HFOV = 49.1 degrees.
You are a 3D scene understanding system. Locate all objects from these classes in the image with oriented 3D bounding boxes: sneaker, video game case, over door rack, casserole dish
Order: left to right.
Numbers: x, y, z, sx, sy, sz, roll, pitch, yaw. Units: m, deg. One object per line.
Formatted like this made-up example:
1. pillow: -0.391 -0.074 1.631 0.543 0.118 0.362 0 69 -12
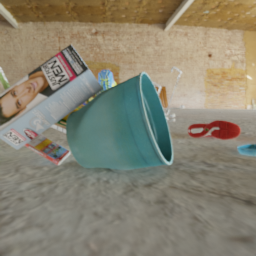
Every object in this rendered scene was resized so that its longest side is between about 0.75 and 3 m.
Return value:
1. video game case: -2.476 0.542 8.261 1.423 0.124 1.017 30 14 -1
2. sneaker: -0.849 -1.372 9.356 0.675 0.936 1.783 -8 30 11
3. over door rack: 1.559 -0.912 11.373 0.859 2.578 1.905 23 40 27
4. sneaker: 4.071 0.021 13.121 2.305 0.903 1.331 4 9 26
5. casserole dish: 4.205 0.741 9.375 1.285 0.249 0.778 -6 9 -41

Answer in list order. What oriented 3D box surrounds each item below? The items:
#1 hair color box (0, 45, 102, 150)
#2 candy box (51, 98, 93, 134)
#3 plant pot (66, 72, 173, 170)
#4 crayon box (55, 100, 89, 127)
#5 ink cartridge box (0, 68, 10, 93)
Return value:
1. hair color box: -2.173 -0.818 7.238 2.709 0.821 1.341 -36 51 0
2. candy box: -1.954 -0.518 10.033 2.546 1.469 0.704 24 -18 -6
3. plant pot: -0.267 0.054 7.158 2.204 2.346 2.346 -17 1 17
4. crayon box: -1.774 -0.640 8.621 1.184 0.486 1.884 20 23 -23
5. ink cartridge box: -4.770 -0.594 7.957 2.896 2.107 0.694 -26 0 -14
